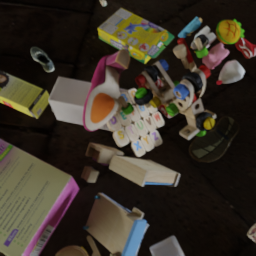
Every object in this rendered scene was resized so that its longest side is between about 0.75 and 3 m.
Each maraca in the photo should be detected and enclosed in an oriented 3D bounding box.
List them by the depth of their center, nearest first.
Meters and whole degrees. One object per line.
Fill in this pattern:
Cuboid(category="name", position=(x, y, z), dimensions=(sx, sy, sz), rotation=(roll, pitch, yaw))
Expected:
Cuboid(category="maraca", position=(3.208, -3.028, 8.771), dimensions=(1.147, 0.614, 0.786), rotation=(-25, 92, -28))

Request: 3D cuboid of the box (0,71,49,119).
Cuboid(category="box", position=(-4.337, -1.342, 10.422), dimensions=(2.702, 0.677, 1.017), rotation=(23, 65, 11))

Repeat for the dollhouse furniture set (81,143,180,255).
Cuboid(category="dollhouse furniture set", position=(-0.183, 2.259, 8.544), dimensions=(2.634, 1.821, 2.790), rotation=(21, 93, 40))

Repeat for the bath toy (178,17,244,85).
Cuboid(category="bath toy", position=(2.637, -2.337, 8.914), dimensions=(0.881, 1.036, 2.383), rotation=(-41, 83, 19))

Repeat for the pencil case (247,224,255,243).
Cuboid(category="pencil case", position=(4.351, 3.360, 7.901), dimensions=(1.771, 0.689, 0.792), rotation=(40, 95, 19))

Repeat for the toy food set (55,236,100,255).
Cuboid(category="toy food set", position=(-1.589, 3.987, 7.831), dimensions=(1.850, 0.371, 1.277), rotation=(-28, 58, -8))

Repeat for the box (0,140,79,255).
Cuboid(category="box", position=(-3.362, 2.068, 8.214), dimensions=(2.831, 1.369, 2.491), rotation=(24, 65, 11))

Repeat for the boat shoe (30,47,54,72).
Cuboid(category="boat shoe", position=(-3.513, -2.885, 11.358), dimensions=(0.541, 0.459, 1.486), rotation=(-34, 67, -17))

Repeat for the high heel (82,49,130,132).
Cuboid(category="high heel", position=(-0.895, -1.089, 8.520), dimensions=(0.979, 1.395, 2.908), rotation=(29, 63, -29))

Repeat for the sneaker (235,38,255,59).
Cuboid(category="sneaker", position=(4.992, -3.444, 11.738), dimensions=(0.665, 0.451, 1.152), rotation=(-18, 76, -19))

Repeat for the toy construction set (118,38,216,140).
Cuboid(category="toy construction set", position=(1.693, -1.043, 8.529), dimensions=(2.452, 2.259, 2.940), rotation=(-2, 44, 41))

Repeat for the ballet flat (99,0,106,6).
Cuboid(category="ballet flat", position=(-1.228, -6.081, 13.160), dimensions=(0.329, 0.278, 0.870), rotation=(-21, 64, -10))

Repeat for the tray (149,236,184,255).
Cuboid(category="tray", position=(1.304, 3.967, 7.889), dimensions=(0.846, 0.175, 1.576), rotation=(-22, 65, -11))

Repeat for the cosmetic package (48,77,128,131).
Cuboid(category="cosmetic package", position=(-1.276, -0.763, 9.717), dimensions=(2.538, 1.366, 1.077), rotation=(13, 63, 5))

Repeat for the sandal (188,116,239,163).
Cuboid(category="sandal", position=(2.910, 0.434, 9.550), dimensions=(0.992, 0.663, 2.428), rotation=(42, 55, 11))

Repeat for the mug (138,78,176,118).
Cuboid(category="mug", position=(1.124, -1.108, 10.056), dimensions=(1.360, 1.023, 1.533), rotation=(-25, 66, -37))

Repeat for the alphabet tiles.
Cuboid(category="alphabet tiles", position=(0.268, -0.215, 8.907), dimensions=(2.109, 0.154, 2.062), rotation=(-25, 88, -38))

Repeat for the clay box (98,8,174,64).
Cuboid(category="clay box", position=(0.331, -3.800, 11.719), dimensions=(2.820, 0.671, 1.620), rotation=(34, 67, 17))
